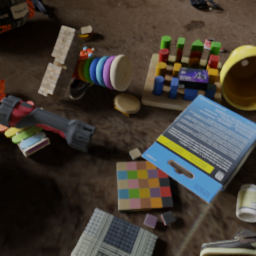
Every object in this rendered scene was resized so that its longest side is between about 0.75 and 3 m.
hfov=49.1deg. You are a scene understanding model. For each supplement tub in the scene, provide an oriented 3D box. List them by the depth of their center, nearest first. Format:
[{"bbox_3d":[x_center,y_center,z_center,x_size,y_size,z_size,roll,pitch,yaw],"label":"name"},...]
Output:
[{"bbox_3d":[3.020,1.868,6.962,0.574,0.574,0.791,15,53,12],"label":"supplement tub"},{"bbox_3d":[-5.551,-4.883,11.677,2.865,1.755,1.755,-30,57,-22],"label":"supplement tub"}]

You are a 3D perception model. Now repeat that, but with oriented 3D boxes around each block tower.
[{"bbox_3d":[-2.137,-2.065,9.123,0.612,0.655,2.266,24,97,26],"label":"block tower"}]

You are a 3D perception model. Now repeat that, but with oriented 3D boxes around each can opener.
[{"bbox_3d":[-4.089,-5.692,13.226,1.704,0.670,0.540,46,25,27],"label":"can opener"}]

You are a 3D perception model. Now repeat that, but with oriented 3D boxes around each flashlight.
[{"bbox_3d":[-2.336,-0.040,8.054,2.686,0.909,0.913,23,74,-3],"label":"flashlight"}]

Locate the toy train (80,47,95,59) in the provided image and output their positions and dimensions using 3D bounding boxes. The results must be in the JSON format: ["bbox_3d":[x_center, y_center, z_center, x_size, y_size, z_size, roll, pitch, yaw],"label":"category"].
[{"bbox_3d":[-2.069,-3.059,11.091,1.140,0.422,1.518,-28,59,-23],"label":"toy train"}]

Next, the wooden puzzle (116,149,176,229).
[{"bbox_3d":[0.408,1.543,7.488,1.392,0.165,2.348,-2,51,-2],"label":"wooden puzzle"}]

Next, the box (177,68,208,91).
[{"bbox_3d":[2.035,-1.534,8.813,0.903,0.356,0.637,6,49,6],"label":"box"}]

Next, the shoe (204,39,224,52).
[{"bbox_3d":[3.492,-3.336,11.315,0.811,0.369,0.290,20,54,15],"label":"shoe"}]

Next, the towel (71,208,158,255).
[{"bbox_3d":[-0.391,2.939,6.334,1.729,0.310,1.795,20,52,12],"label":"towel"}]

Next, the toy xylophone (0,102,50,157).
[{"bbox_3d":[-3.030,-0.078,8.559,2.151,0.540,1.575,36,59,25],"label":"toy xylophone"}]

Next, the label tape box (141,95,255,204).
[{"bbox_3d":[2.033,0.618,7.735,2.080,0.913,2.884,34,60,25],"label":"label tape box"}]

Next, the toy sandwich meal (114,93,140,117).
[{"bbox_3d":[-0.058,-0.762,9.289,0.947,0.324,0.947,7,51,-8],"label":"toy sandwich meal"}]

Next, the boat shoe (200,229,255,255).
[{"bbox_3d":[2.656,2.657,6.253,2.203,0.806,0.714,3,44,-5],"label":"boat shoe"}]

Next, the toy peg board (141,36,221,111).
[{"bbox_3d":[1.968,-1.950,9.610,2.608,1.276,2.597,9,51,8],"label":"toy peg board"}]

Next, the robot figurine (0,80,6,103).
[{"bbox_3d":[-4.583,-1.245,9.377,0.631,0.779,1.083,10,58,18],"label":"robot figurine"}]

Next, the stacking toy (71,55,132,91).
[{"bbox_3d":[-1.238,-1.895,9.386,2.630,1.123,1.123,9,50,27],"label":"stacking toy"}]

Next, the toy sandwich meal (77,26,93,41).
[{"bbox_3d":[-1.923,-4.038,11.919,0.914,0.313,0.914,0,51,0],"label":"toy sandwich meal"}]

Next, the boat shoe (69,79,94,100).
[{"bbox_3d":[-1.551,-1.723,9.924,0.578,0.492,1.728,17,53,13],"label":"boat shoe"}]

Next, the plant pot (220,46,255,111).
[{"bbox_3d":[3.987,-1.837,9.268,1.915,1.915,1.802,8,36,7],"label":"plant pot"}]

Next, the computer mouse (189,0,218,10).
[{"bbox_3d":[3.618,-5.841,13.426,1.329,0.306,0.933,-15,55,-20],"label":"computer mouse"}]
